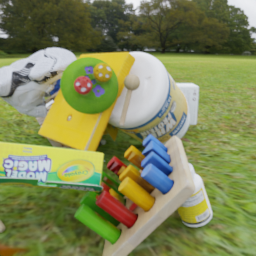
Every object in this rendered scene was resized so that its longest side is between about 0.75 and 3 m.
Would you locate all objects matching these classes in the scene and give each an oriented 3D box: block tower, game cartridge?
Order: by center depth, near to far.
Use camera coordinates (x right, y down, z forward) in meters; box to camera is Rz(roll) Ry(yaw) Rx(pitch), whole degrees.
[{"bbox_3d":[-1.146,-0.749,7.380,2.311,2.622,0.425,14,-15,46],"label":"game cartridge"},{"bbox_3d":[-2.524,-0.003,9.654,0.798,0.854,2.953,-33,30,-14],"label":"block tower"}]

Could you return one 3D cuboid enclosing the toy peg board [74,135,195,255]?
[{"bbox_3d":[0.021,0.982,5.074,0.987,2.009,2.017,39,17,-9],"label":"toy peg board"}]

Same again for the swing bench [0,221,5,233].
[{"bbox_3d":[-3.657,1.376,5.071,1.947,1.263,1.937,22,27,36],"label":"swing bench"}]

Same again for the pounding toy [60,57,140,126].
[{"bbox_3d":[-0.594,-0.915,6.019,1.697,1.310,0.787,21,-11,-11],"label":"pounding toy"}]

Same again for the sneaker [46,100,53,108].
[{"bbox_3d":[-2.265,-0.784,12.181,1.465,0.957,2.619,15,23,41],"label":"sneaker"}]

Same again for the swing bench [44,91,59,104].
[{"bbox_3d":[-1.533,-0.671,9.555,1.177,1.805,1.815,-13,25,36],"label":"swing bench"}]

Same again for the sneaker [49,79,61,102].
[{"bbox_3d":[-2.320,-0.985,10.334,0.972,2.773,1.080,-41,32,-25],"label":"sneaker"}]

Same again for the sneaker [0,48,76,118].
[{"bbox_3d":[-2.636,-1.301,8.608,2.935,1.687,1.103,-15,53,15],"label":"sneaker"}]

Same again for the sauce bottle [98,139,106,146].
[{"bbox_3d":[-0.984,0.467,9.162,0.286,0.286,0.866,-9,1,-26],"label":"sauce bottle"}]

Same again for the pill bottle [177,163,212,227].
[{"bbox_3d":[1.197,1.300,5.509,0.647,1.163,0.647,-19,19,7],"label":"pill bottle"}]

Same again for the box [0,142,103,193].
[{"bbox_3d":[-1.534,0.676,5.154,1.712,0.706,2.918,8,-5,-19],"label":"box"}]

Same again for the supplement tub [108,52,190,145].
[{"bbox_3d":[0.592,-0.665,8.372,2.110,2.110,2.917,12,-11,31],"label":"supplement tub"}]

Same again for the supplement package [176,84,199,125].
[{"bbox_3d":[1.307,-0.955,10.753,2.471,1.449,1.444,1,14,4],"label":"supplement package"}]

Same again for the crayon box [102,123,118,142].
[{"bbox_3d":[-0.763,-0.883,8.899,0.604,1.509,2.377,-11,45,23],"label":"crayon box"}]
